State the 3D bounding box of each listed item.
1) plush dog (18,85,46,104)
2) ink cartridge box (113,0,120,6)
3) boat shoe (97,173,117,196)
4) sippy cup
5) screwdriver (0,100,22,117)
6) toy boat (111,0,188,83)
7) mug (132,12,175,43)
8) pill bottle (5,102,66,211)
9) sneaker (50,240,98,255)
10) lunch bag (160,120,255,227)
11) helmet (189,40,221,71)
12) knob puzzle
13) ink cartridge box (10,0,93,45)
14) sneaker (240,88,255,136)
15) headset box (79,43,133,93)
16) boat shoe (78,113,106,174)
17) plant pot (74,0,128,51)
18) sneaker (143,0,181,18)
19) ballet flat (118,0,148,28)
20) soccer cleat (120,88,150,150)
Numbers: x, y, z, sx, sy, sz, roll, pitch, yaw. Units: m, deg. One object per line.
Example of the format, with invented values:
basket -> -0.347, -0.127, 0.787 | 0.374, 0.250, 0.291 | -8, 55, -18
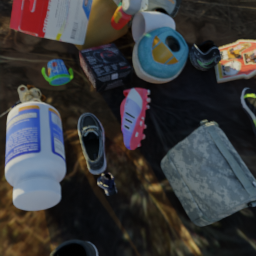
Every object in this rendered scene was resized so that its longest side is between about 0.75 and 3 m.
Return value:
plush dog -> -2.965, -0.956, 8.631 | 0.799, 0.641, 0.686 | 43, 45, -4
ink cartridge box -> -1.264, -6.025, 12.117 | 2.281, 0.958, 1.660 | -8, 53, -6
boat shoe -> -0.516, 1.232, 6.701 | 0.347, 0.431, 0.930 | -11, 16, -23
sippy cup -> -2.189, -1.742, 8.710 | 0.695, 0.885, 0.648 | -18, 81, 12
screwdriver -> -3.606, -0.556, 8.478 | 1.130, 0.158, 0.164 | -39, 90, -29
toy boat -> 0.709, -2.796, 8.847 | 2.870, 1.334, 2.413 | 44, 55, -9
mug -> 0.889, -3.704, 10.363 | 1.333, 1.122, 1.520 | -9, 27, -23
pill bottle -> -2.245, 0.666, 6.802 | 1.359, 1.359, 2.426 | -10, 54, -7
sneaker -> -1.463, 3.048, 5.111 | 0.852, 1.195, 2.409 | 29, 59, 18
lunch bag -> 1.816, 0.996, 6.063 | 1.343, 1.617, 1.928 | -17, 65, -22
helmet -> 2.539, -2.407, 9.374 | 0.932, 0.978, 0.978 | -20, 53, 10
knob puzzle -> 3.828, -2.377, 9.311 | 2.085, 0.289, 2.085 | -16, 48, 18
ink cartridge box -> -2.246, -3.453, 7.970 | 0.994, 1.718, 2.957 | 21, 16, 18
sneaker -> 3.813, -0.499, 7.659 | 0.779, 0.900, 2.174 | 14, 43, -16
headset box -> -0.782, -2.064, 9.225 | 1.278, 0.645, 1.720 | -19, 52, -19
boat shoe -> -0.942, 0.265, 7.526 | 0.705, 0.693, 1.955 | -13, 54, -10
plant pot -> -1.202, -3.574, 10.018 | 1.765, 1.645, 1.645 | -41, 62, -10
sneaker -> 0.738, -4.812, 10.874 | 2.979, 1.181, 1.101 | 18, 8, 42
ballet flat -> 0.152, -4.357, 9.925 | 1.042, 2.898, 1.042 | 1, 87, -13
soccer cleat -> 0.087, -0.297, 7.968 | 0.861, 0.751, 2.251 | 3, 49, 14
